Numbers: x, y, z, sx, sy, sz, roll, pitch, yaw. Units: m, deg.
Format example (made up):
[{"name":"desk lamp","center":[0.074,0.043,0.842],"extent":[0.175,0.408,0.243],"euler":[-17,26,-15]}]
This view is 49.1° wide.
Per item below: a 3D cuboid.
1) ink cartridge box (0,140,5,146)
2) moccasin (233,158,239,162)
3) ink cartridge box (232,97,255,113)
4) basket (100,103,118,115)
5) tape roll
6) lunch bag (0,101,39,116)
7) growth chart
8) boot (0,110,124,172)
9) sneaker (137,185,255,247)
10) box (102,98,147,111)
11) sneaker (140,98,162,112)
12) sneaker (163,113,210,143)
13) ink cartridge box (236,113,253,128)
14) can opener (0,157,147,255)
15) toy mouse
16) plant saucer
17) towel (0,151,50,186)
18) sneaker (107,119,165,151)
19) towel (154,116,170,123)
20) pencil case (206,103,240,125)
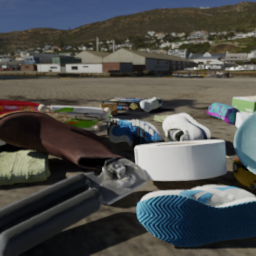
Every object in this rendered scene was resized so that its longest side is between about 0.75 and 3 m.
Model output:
[{"name":"ink cartridge box","center":[-5.215,0.346,7.584],"extent":[2.666,0.584,2.691],"euler":[2,3,4]},{"name":"moccasin","center":[2.856,0.860,6.679],"extent":[0.300,0.317,0.821],"euler":[-6,14,-19]},{"name":"ink cartridge box","center":[6.057,-1.004,13.545],"extent":[2.885,0.856,1.498],"euler":[-4,14,-19]},{"name":"basket","center":[-0.975,-0.808,13.996],"extent":[0.877,0.653,0.626],"euler":[-4,46,-16]},{"name":"tape roll","center":[1.053,0.629,5.743],"extent":[1.830,0.640,1.830],"euler":[-4,-1,0]},{"name":"lunch bag","center":[-4.369,-0.424,9.704],"extent":[2.154,1.002,2.445],"euler":[-3,0,43]},{"name":"growth chart","center":[-1.519,-0.250,8.435],"extent":[2.128,0.261,2.940],"euler":[1,-11,-15]},{"name":"boot","center":[-1.643,0.326,6.661],"extent":[2.684,0.971,2.232],"euler":[11,7,-36]},{"name":"sneaker","center":[1.063,1.264,4.257],"extent":[1.962,0.751,0.793],"euler":[5,5,-11]},{"name":"box","center":[-0.137,-1.354,15.827],"extent":[2.172,0.500,1.726],"euler":[4,14,17]},{"name":"sneaker","center":[1.259,-1.338,14.968],"extent":[0.658,0.678,1.857],"euler":[-38,-8,29]},{"name":"sneaker","center":[1.542,0.081,8.719],"extent":[0.962,0.913,2.390],"euler":[-4,13,-17]},{"name":"ink cartridge box","center":[5.145,-0.047,10.023],"extent":[2.088,0.733,2.569],"euler":[3,9,12]},{"name":"can opener","center":[-0.794,1.252,4.575],"extent":[2.668,0.892,0.712],"euler":[-21,50,-37]},{"name":"toy mouse","center":[3.353,0.996,5.718],"extent":[2.221,0.484,2.499],"euler":[-3,14,-9]},{"name":"plant saucer","center":[3.272,0.294,5.155],"extent":[2.455,0.473,2.455],"euler":[-20,31,12]},{"name":"towel","center":[-2.539,0.872,6.605],"extent":[1.345,0.331,1.812],"euler":[-4,14,-15]},{"name":"sneaker","center":[0.405,0.150,8.551],"extent":[1.099,0.951,2.536],"euler":[-2,12,-32]},{"name":"towel","center":[1.814,-0.345,11.831],"extent":[1.085,0.267,1.462],"euler":[-2,12,-20]},{"name":"pencil case","center":[4.185,-0.660,12.348],"extent":[0.782,0.720,1.692],"euler":[-24,15,-3]}]
